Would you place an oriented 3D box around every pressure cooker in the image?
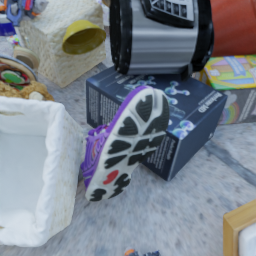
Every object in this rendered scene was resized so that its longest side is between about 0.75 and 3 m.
[{"bbox_3d":[0.780,-2.187,6.121,2.270,1.996,2.027,-3,32,-10],"label":"pressure cooker"}]

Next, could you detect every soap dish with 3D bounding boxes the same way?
[{"bbox_3d":[2.442,1.853,5.023,1.636,1.287,0.664,-19,28,-16],"label":"soap dish"}]

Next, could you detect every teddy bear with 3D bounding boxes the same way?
[{"bbox_3d":[-2.970,-0.359,6.619,2.705,0.903,1.961,0,62,-27],"label":"teddy bear"}]

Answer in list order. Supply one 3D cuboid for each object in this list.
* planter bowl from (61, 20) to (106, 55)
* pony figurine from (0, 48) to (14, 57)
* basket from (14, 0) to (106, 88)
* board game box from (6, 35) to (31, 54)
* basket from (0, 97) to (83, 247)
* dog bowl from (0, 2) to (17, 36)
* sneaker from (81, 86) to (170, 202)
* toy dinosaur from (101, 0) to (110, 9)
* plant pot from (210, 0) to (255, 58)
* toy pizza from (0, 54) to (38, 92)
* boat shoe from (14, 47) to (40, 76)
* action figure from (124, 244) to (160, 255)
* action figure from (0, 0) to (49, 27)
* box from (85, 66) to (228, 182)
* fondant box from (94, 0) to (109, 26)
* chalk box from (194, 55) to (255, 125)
[{"bbox_3d":[-1.198,-2.388,7.143,1.187,1.187,0.495,-19,81,-16],"label":"planter bowl"},{"bbox_3d":[-4.519,-2.393,9.037,1.256,1.046,1.213,39,91,25],"label":"pony figurine"},{"bbox_3d":[-1.926,-2.737,8.440,1.704,2.099,2.118,35,60,24],"label":"basket"},{"bbox_3d":[-3.651,-2.973,9.738,0.900,0.464,0.472,-29,55,-23],"label":"board game box"},{"bbox_3d":[-2.090,0.760,5.067,2.211,1.794,2.231,4,77,7],"label":"basket"},{"bbox_3d":[-4.586,-4.356,10.748,1.938,0.763,1.938,0,49,0],"label":"dog bowl"},{"bbox_3d":[-0.330,0.266,5.086,1.142,2.832,1.181,-7,54,-38],"label":"sneaker"},{"bbox_3d":[-0.456,-3.416,7.566,0.710,1.248,2.351,-18,76,12],"label":"toy dinosaur"},{"bbox_3d":[3.079,-2.943,7.706,2.449,2.519,2.519,-16,37,38],"label":"plant pot"},{"bbox_3d":[-3.358,-1.223,7.278,1.950,1.950,0.309,-2,64,-2],"label":"toy pizza"},{"bbox_3d":[-2.791,-1.555,7.657,0.647,1.815,0.585,14,71,-9],"label":"boat shoe"},{"bbox_3d":[0.270,2.431,4.974,0.905,0.473,0.875,-24,43,-25],"label":"action figure"},{"bbox_3d":[-2.766,-3.395,7.057,1.702,0.920,1.760,19,95,11],"label":"action figure"},{"bbox_3d":[0.583,-0.417,6.737,2.668,1.428,1.980,34,51,25],"label":"box"},{"bbox_3d":[-1.079,-4.384,10.301,2.189,0.638,1.579,12,35,-8],"label":"fondant box"},{"bbox_3d":[2.957,-1.021,7.460,2.139,1.331,1.324,-5,49,-6],"label":"chalk box"}]
